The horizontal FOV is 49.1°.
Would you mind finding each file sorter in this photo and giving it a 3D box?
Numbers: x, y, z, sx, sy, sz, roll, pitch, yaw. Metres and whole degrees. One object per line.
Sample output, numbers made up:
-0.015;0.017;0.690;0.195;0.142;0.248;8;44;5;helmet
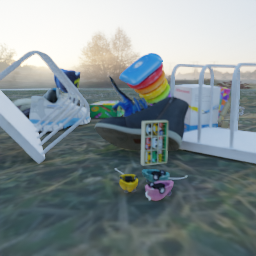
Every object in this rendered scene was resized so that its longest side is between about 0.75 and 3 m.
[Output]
-1.924;-0.644;5.762;1.427;1.590;2.291;-41;25;-7;file sorter
2.577;-0.418;5.823;2.958;1.842;2.053;10;14;42;file sorter

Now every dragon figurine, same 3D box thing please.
0.147;-0.421;6.521;0.889;1.788;0.526;-14;-2;29;dragon figurine

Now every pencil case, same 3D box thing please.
3.017;-0.799;9.235;0.483;1.092;0.483;11;11;-2;pencil case

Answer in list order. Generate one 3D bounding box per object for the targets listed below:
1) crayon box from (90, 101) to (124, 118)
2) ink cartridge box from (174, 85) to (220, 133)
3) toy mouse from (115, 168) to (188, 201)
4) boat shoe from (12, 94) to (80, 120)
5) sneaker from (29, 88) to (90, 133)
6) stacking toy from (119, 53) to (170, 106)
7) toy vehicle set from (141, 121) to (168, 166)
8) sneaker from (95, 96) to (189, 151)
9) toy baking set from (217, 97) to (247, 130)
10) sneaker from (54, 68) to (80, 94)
-0.797;-0.790;11.681;1.105;0.542;1.861;1;10;10;crayon box
1.920;-0.555;7.977;0.944;1.305;0.961;-4;14;-19;ink cartridge box
0.357;0.761;3.762;0.926;0.202;1.042;-2;10;-11;toy mouse
-2.852;-0.623;9.905;2.511;0.814;0.903;-10;-23;-32;boat shoe
-2.066;-0.652;8.939;1.084;1.253;2.892;1;8;17;sneaker
0.724;-0.896;7.128;0.998;1.819;1.056;-40;28;-5;stacking toy
0.467;0.262;4.950;0.481;0.774;0.103;-4;11;-24;toy vehicle set
0.297;-0.123;5.906;1.940;0.725;1.030;6;54;27;sneaker
2.865;-0.412;7.720;0.942;1.227;0.143;29;-5;-41;toy baking set
-1.927;-1.448;8.404;0.735;0.661;1.788;13;10;-2;sneaker
